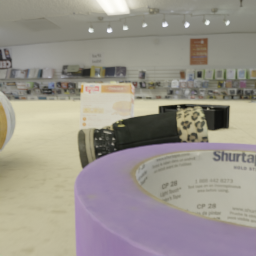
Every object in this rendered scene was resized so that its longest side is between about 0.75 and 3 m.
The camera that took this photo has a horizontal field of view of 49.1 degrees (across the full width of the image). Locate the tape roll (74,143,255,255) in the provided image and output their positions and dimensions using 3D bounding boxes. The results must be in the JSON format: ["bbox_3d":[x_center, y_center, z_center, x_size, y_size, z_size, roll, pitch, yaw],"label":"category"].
[{"bbox_3d":[0.967,0.932,2.303,2.759,1.172,2.759,-1,8,0],"label":"tape roll"}]

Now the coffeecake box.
[{"bbox_3d":[-0.596,-0.292,8.079,1.462,1.904,0.696,2,-2,8],"label":"coffeecake box"}]

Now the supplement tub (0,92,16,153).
[{"bbox_3d":[-3.738,-0.013,5.655,2.090,2.090,2.890,0,8,1],"label":"supplement tub"}]

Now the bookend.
[{"bbox_3d":[2.977,-0.480,12.706,2.359,1.094,2.374,7,11,42],"label":"bookend"}]

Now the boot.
[{"bbox_3d":[0.440,0.272,5.609,2.162,1.033,2.862,-11,-4,11],"label":"boot"}]
